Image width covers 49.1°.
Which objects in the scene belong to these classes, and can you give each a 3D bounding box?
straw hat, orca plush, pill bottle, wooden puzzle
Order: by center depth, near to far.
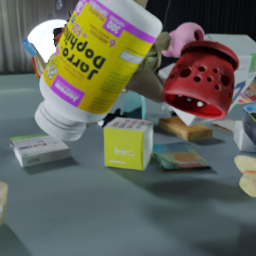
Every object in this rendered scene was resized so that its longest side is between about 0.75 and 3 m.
[{"bbox_3d":[-0.640,-1.003,4.780,1.322,2.537,1.322,29,23,-14],"label":"pill bottle"},{"bbox_3d":[-1.729,-1.033,6.179,0.266,2.274,1.534,-30,42,-4],"label":"wooden puzzle"},{"bbox_3d":[3.143,1.360,6.932,0.607,1.434,1.434,-50,37,-15],"label":"straw hat"},{"bbox_3d":[-0.495,-0.409,12.586,1.329,0.898,2.525,-10,19,-31],"label":"orca plush"}]

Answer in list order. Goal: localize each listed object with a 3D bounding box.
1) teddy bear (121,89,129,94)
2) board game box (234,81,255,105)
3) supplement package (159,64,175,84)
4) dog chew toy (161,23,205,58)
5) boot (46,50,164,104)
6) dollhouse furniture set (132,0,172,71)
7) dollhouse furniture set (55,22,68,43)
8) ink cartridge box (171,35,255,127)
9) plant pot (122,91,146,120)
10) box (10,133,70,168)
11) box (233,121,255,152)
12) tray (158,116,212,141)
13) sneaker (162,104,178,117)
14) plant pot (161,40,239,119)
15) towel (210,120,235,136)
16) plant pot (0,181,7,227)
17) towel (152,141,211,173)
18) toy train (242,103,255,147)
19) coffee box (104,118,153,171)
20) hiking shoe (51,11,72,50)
[{"bbox_3d":[-0.222,-2.288,10.247,1.558,2.149,0.717,8,-12,-31],"label":"teddy bear"},{"bbox_3d":[3.922,-2.029,10.881,0.409,2.725,1.302,-47,16,-18],"label":"board game box"},{"bbox_3d":[1.511,-1.745,9.735,0.774,0.588,0.583,-31,55,-29],"label":"supplement package"},{"bbox_3d":[1.812,-2.964,9.818,1.088,1.088,1.747,-11,5,-33],"label":"dog chew toy"},{"bbox_3d":[-0.564,-1.239,7.141,2.828,0.993,2.067,45,59,9],"label":"boot"},{"bbox_3d":[0.494,-2.131,6.365,1.810,1.601,1.006,-14,58,-23],"label":"dollhouse furniture set"},{"bbox_3d":[-1.549,-1.893,8.345,0.975,2.396,1.290,-16,16,30],"label":"dollhouse furniture set"},{"bbox_3d":[2.726,-1.425,8.640,1.898,2.611,1.143,-12,54,-33],"label":"ink cartridge box"},{"bbox_3d":[0.321,-1.046,13.743,1.050,1.485,1.049,5,17,13],"label":"plant pot"},{"bbox_3d":[-3.131,0.685,9.796,1.575,0.397,2.182,-9,20,-29],"label":"box"},{"bbox_3d":[4.614,0.310,10.348,1.103,0.770,1.449,3,17,11],"label":"box"},{"bbox_3d":[2.407,-0.026,12.147,1.158,0.435,2.348,-7,17,-23],"label":"tray"},{"bbox_3d":[2.382,-0.894,14.746,0.803,0.687,1.844,-16,21,-30],"label":"sneaker"},{"bbox_3d":[1.395,-0.910,5.338,1.283,1.168,1.283,19,-10,3],"label":"plant pot"},{"bbox_3d":[4.554,-0.044,12.430,1.132,0.295,1.709,-6,18,-18],"label":"towel"},{"bbox_3d":[-3.058,1.573,5.388,1.136,1.283,1.282,9,15,-7],"label":"plant pot"},{"bbox_3d":[1.621,0.912,9.281,1.547,0.229,2.109,-3,17,-7],"label":"towel"},{"bbox_3d":[4.787,0.266,8.440,1.705,1.293,2.984,-19,41,3],"label":"toy train"},{"bbox_3d":[0.038,0.474,8.872,1.277,1.279,1.265,5,17,16],"label":"coffee box"},{"bbox_3d":[-2.164,-2.587,9.285,1.015,1.349,2.680,-9,51,36],"label":"hiking shoe"}]
